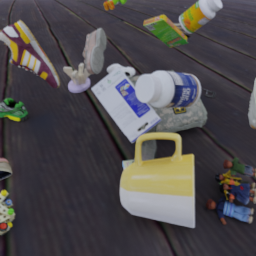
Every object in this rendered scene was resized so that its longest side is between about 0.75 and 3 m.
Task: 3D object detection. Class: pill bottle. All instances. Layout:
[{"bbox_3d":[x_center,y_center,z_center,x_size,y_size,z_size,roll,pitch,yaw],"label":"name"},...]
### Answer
[{"bbox_3d":[1.184,-1.129,8.338,1.919,1.065,1.065,-4,29,-39],"label":"pill bottle"},{"bbox_3d":[2.470,-3.901,9.548,1.343,0.746,0.746,-29,9,45],"label":"pill bottle"}]

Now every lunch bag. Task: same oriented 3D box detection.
[{"bbox_3d":[1.426,-0.908,11.026,2.358,1.690,2.875,-13,43,-22],"label":"lunch bag"}]

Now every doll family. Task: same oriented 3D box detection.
[{"bbox_3d":[2.912,1.730,7.841,1.180,0.801,2.041,16,39,14],"label":"doll family"}]

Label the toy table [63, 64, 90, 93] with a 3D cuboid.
[{"bbox_3d":[-2.479,-2.547,14.117,1.500,0.956,1.632,-2,33,-3],"label":"toy table"}]

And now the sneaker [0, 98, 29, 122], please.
[{"bbox_3d":[-5.100,-0.914,11.728,2.029,0.865,0.792,10,35,15],"label":"sneaker"}]

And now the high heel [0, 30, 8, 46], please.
[{"bbox_3d":[-4.630,-3.348,10.445,0.714,0.358,1.002,11,41,-3],"label":"high heel"}]

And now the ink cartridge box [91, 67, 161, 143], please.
[{"bbox_3d":[-0.059,-0.679,8.531,1.141,0.450,2.295,-37,68,3],"label":"ink cartridge box"}]

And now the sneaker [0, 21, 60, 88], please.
[{"bbox_3d":[-3.353,-2.285,9.592,1.132,2.512,0.941,-32,30,-6],"label":"sneaker"}]

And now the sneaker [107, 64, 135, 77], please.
[{"bbox_3d":[-0.437,-3.055,15.205,1.567,0.587,0.781,8,34,12],"label":"sneaker"}]

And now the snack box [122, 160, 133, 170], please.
[{"bbox_3d":[0.251,1.431,8.770,0.665,0.212,1.145,-6,34,-10],"label":"snack box"}]

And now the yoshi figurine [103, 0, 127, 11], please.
[{"bbox_3d":[-0.417,-5.132,11.334,0.655,0.652,1.165,40,70,1],"label":"yoshi figurine"}]

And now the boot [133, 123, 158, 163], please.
[{"bbox_3d":[0.566,0.475,8.817,0.648,1.250,1.914,4,12,12],"label":"boot"}]

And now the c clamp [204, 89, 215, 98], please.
[{"bbox_3d":[3.903,-1.664,13.571,0.654,0.104,0.766,12,34,9],"label":"c clamp"}]

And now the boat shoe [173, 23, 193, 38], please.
[{"bbox_3d":[2.201,-4.487,13.262,1.962,0.731,0.719,5,69,48],"label":"boat shoe"}]

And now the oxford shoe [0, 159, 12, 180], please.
[{"bbox_3d":[-4.402,1.475,8.344,1.796,0.636,0.663,-24,43,-31],"label":"oxford shoe"}]

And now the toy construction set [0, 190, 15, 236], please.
[{"bbox_3d":[-3.503,2.339,6.966,1.513,0.697,0.992,-33,69,-29],"label":"toy construction set"}]

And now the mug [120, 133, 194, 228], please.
[{"bbox_3d":[0.802,1.381,7.356,1.839,1.794,2.240,-1,75,14],"label":"mug"}]

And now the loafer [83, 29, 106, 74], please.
[{"bbox_3d":[-1.567,-3.293,12.300,0.861,0.984,2.738,-8,50,18],"label":"loafer"}]

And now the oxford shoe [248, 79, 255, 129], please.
[{"bbox_3d":[3.776,-0.717,8.171,0.644,0.494,1.712,18,68,-24],"label":"oxford shoe"}]

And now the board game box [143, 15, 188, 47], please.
[{"bbox_3d":[1.373,-3.347,9.852,0.819,0.257,1.714,0,-16,41],"label":"board game box"}]
